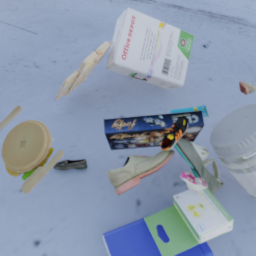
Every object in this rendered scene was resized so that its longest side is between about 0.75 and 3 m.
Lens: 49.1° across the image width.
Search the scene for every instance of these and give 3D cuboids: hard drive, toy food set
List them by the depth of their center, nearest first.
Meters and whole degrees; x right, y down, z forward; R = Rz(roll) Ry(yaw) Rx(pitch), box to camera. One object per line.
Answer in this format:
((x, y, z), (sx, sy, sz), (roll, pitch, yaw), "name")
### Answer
((0.729, 3.067, 7.277), (2.420, 0.307, 1.596), (-16, 47, -16), "hard drive")
((-2.824, 0.555, 7.777), (1.637, 0.476, 2.371), (-46, 64, -5), "toy food set")

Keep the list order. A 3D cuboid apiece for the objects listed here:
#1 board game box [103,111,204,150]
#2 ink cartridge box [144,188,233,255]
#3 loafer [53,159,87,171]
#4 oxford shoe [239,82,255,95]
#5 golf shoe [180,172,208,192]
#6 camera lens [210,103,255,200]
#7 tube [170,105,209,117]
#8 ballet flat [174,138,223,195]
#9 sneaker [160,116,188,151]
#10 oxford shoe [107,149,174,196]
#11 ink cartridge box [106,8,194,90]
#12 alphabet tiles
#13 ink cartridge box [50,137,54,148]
((0.682, 0.133, 7.947), (2.553, 1.729, 0.442), (-5, 71, 1), "board game box")
((1.454, 2.299, 7.065), (1.849, 0.443, 1.345), (-18, 35, -11), "ink cartridge box")
((-1.881, 1.147, 9.115), (1.103, 0.347, 0.396), (1, 29, -3), "loafer")
((3.886, -1.315, 9.159), (0.359, 0.344, 0.973), (-12, 25, 10), "oxford shoe")
((1.490, 1.303, 6.580), (0.856, 0.392, 0.322), (28, 34, -29), "golf shoe")
((3.518, 0.712, 7.468), (2.263, 1.810, 1.810), (47, 48, -16), "camera lens")
((1.955, -0.487, 9.029), (1.190, 0.461, 0.300), (-5, 45, 27), "tube")
((2.030, 0.954, 7.991), (0.780, 2.449, 0.825), (-35, 28, 2), "ballet flat")
((1.099, 0.150, 6.659), (0.338, 0.965, 0.434), (36, 14, 14), "sneaker")
((0.379, 0.944, 7.409), (2.042, 0.723, 0.754), (-28, 78, -30), "oxford shoe")
((0.851, -3.004, 11.092), (2.997, 1.258, 2.170), (14, 86, -21), "ink cartridge box")
((-1.607, -2.120, 10.485), (0.202, 2.771, 2.710), (45, 58, -7), "alphabet tiles")
((-2.554, 0.538, 8.108), (0.823, 0.195, 0.659), (11, 74, 16), "ink cartridge box")
